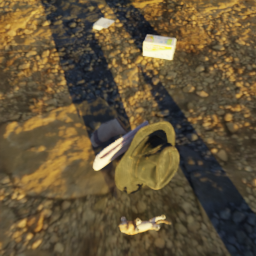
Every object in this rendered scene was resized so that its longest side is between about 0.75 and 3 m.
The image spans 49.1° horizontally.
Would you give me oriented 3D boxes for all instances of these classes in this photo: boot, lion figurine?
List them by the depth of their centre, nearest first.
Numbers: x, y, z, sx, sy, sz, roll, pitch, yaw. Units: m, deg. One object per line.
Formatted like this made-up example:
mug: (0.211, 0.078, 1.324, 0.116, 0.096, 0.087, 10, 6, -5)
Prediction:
lion figurine: (0.419, 2.609, 7.503, 1.268, 0.777, 0.460, 5, 64, -13)
boot: (-0.656, 0.189, 8.959, 1.199, 0.576, 1.641, -37, 13, 2)

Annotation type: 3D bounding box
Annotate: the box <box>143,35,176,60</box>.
box: (1.515, -3.956, 13.717, 1.446, 0.733, 0.813, 12, 46, 11)

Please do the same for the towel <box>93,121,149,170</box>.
towel: (-0.245, 0.605, 8.308, 1.786, 1.870, 0.301, -33, 81, -17)

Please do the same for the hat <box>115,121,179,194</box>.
hat: (0.790, 1.022, 7.751, 2.345, 2.345, 0.946, -33, 47, -27)

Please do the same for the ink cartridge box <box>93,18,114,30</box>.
ink cartridge box: (-1.372, -5.881, 15.930, 0.871, 0.218, 1.003, 20, 50, 18)
